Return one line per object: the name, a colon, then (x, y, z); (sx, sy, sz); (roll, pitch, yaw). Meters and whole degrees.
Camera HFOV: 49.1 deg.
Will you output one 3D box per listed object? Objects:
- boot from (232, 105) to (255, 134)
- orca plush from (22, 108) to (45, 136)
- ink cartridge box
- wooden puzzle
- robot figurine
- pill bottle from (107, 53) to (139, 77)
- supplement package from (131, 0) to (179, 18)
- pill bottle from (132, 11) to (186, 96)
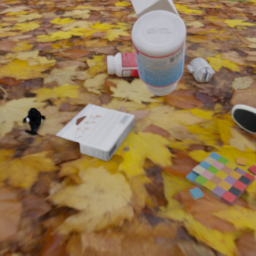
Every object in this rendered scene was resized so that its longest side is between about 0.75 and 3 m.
boot: (4.497, -0.387, 9.106); (2.047, 0.741, 1.477); (26, 42, 19)
orca plush: (-3.174, -0.345, 9.198); (0.737, 0.498, 1.401); (0, 36, 0)
ink cartridge box: (-0.947, 0.066, 8.705); (1.711, 0.429, 1.972); (14, 39, 20)
wooden puzzle: (2.426, 1.261, 7.293); (2.180, 0.153, 1.293); (-30, 46, -34)
robot figurine: (3.057, -2.459, 11.854); (1.158, 0.771, 1.366); (6, 35, -13)
pill bottle: (0.012, -2.706, 12.000); (1.769, 0.993, 0.993); (-3, 36, -5)
supplement package: (1.001, -4.613, 10.554); (1.174, 1.160, 1.937); (-26, -15, 21)
pill bottle: (0.802, -1.727, 7.068); (1.199, 2.204, 1.199); (-3, 67, 7)
